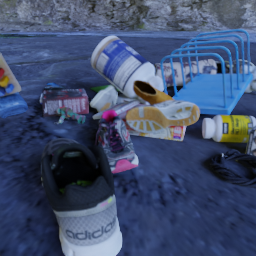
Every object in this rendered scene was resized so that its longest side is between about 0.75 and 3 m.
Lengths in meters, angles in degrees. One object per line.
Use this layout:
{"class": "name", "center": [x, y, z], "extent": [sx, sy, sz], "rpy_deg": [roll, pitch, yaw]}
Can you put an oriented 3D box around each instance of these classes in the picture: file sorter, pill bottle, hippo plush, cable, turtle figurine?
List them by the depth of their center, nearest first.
{"class": "cable", "center": [2.294, 0.808, 5.728], "extent": [1.032, 0.321, 1.264], "rpy_deg": [-7, 25, -17]}
{"class": "pill bottle", "center": [2.541, 0.021, 7.107], "extent": [1.212, 0.681, 0.681], "rpy_deg": [1, 23, 4]}
{"class": "turtle figurine", "center": [-1.785, -0.359, 8.236], "extent": [0.979, 0.493, 0.733], "rpy_deg": [14, 22, 14]}
{"class": "file sorter", "center": [2.598, -1.903, 9.113], "extent": [2.060, 1.821, 2.968], "rpy_deg": [6, 32, 35]}
{"class": "pill bottle", "center": [0.031, -1.934, 9.719], "extent": [2.507, 1.391, 1.391], "rpy_deg": [42, 37, 13]}
{"class": "hippo plush", "center": [5.154, -1.833, 11.409], "extent": [1.503, 1.197, 1.208], "rpy_deg": [0, 50, 30]}

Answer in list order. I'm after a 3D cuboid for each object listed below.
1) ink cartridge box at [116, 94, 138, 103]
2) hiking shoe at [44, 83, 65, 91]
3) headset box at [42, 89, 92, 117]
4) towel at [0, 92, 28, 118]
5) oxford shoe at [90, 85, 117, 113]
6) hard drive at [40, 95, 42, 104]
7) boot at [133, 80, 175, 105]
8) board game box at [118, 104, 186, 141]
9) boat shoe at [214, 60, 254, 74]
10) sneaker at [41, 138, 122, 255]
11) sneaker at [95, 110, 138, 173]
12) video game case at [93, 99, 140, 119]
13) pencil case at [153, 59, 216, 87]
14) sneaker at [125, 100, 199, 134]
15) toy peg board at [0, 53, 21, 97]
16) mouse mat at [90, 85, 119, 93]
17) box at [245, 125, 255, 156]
{"class": "ink cartridge box", "center": [0.170, -1.069, 10.267], "extent": [1.075, 0.234, 0.933], "rpy_deg": [-21, 32, -39]}
{"class": "hiking shoe", "center": [-2.991, -1.709, 11.480], "extent": [0.882, 0.328, 0.382], "rpy_deg": [3, 62, 8]}
{"class": "headset box", "center": [-2.011, -0.875, 9.307], "extent": [1.587, 0.595, 1.179], "rpy_deg": [-5, 22, -12]}
{"class": "towel", "center": [-4.077, -1.017, 9.218], "extent": [0.954, 0.415, 1.709], "rpy_deg": [-22, 50, -34]}
{"class": "oxford shoe", "center": [-0.706, -0.942, 9.528], "extent": [0.646, 0.841, 2.238], "rpy_deg": [40, 16, -4]}
{"class": "hard drive", "center": [-2.508, -1.145, 10.503], "extent": [1.442, 0.183, 0.951], "rpy_deg": [-4, 23, -10]}
{"class": "boot", "center": [0.738, -0.781, 7.247], "extent": [1.396, 0.491, 0.999], "rpy_deg": [26, 0, 3]}
{"class": "board game box", "center": [0.688, -0.214, 7.960], "extent": [1.903, 0.441, 1.442], "rpy_deg": [6, 24, 14]}
{"class": "boat shoe", "center": [4.854, -2.850, 13.765], "extent": [2.431, 0.867, 0.732], "rpy_deg": [10, 28, 38]}
{"class": "sneaker", "center": [-0.830, 0.661, 4.396], "extent": [1.048, 1.243, 2.842], "rpy_deg": [-9, 26, -18]}
{"class": "sneaker", "center": [-0.361, 0.296, 6.206], "extent": [0.873, 0.808, 2.165], "rpy_deg": [-11, 24, -9]}
{"class": "video game case", "center": [-0.346, -0.524, 7.962], "extent": [1.007, 0.127, 1.105], "rpy_deg": [-30, 16, -32]}
{"class": "pencil case", "center": [2.322, -2.243, 11.744], "extent": [2.768, 1.077, 1.238], "rpy_deg": [-6, 14, -7]}
{"class": "sneaker", "center": [0.829, -0.319, 7.090], "extent": [1.822, 0.689, 0.799], "rpy_deg": [-4, 20, -3]}
{"class": "toy peg board", "center": [-4.079, -1.344, 8.196], "extent": [1.278, 1.273, 0.625], "rpy_deg": [-15, 36, 6]}
{"class": "mouse mat", "center": [-0.846, -1.644, 11.873], "extent": [1.323, 0.050, 1.065], "rpy_deg": [-12, 26, -28]}
{"class": "box", "center": [3.547, 0.532, 5.903], "extent": [1.909, 0.719, 0.478], "rpy_deg": [20, 31, 36]}
